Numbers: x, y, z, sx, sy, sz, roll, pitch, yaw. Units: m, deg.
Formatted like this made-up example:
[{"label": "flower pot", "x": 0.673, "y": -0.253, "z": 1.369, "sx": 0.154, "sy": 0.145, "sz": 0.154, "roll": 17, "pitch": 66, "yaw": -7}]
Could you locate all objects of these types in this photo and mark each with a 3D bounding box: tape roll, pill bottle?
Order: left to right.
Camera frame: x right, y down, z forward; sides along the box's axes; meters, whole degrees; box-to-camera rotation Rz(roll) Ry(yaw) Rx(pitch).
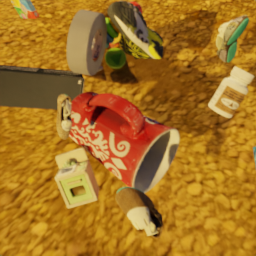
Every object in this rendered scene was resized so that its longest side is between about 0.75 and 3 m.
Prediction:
[{"label": "tape roll", "x": -1.104, "y": -2.329, "z": 7.756, "sx": 0.559, "sy": 1.694, "sz": 1.694, "roll": 13, "pitch": 56, "yaw": 8}, {"label": "pill bottle", "x": 2.862, "y": -0.987, "z": 7.756, "sx": 0.738, "sy": 1.291, "sz": 0.738, "roll": 24, "pitch": 20, "yaw": -9}]

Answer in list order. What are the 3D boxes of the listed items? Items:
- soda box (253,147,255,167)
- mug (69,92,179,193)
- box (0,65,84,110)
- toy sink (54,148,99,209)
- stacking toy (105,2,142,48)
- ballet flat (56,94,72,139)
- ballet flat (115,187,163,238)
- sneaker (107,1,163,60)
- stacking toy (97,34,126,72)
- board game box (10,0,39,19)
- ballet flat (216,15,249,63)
[{"label": "soda box", "x": 3.100, "y": 0.582, "z": 5.091, "sx": 1.518, "sy": 0.487, "sz": 0.515, "roll": 5, "pitch": 70, "yaw": -12}, {"label": "mug", "x": -0.239, "y": -0.020, "z": 7.152, "sx": 2.698, "sy": 2.395, "sz": 1.800, "roll": 31, "pitch": 37, "yaw": 31}, {"label": "box", "x": -2.645, "y": -1.200, "z": 8.201, "sx": 2.578, "sy": 1.017, "sz": 1.819, "roll": 3, "pitch": 13, "yaw": -12}, {"label": "toy sink", "x": -1.244, "y": 1.192, "z": 6.646, "sx": 0.762, "sy": 1.169, "sz": 0.655, "roll": -16, "pitch": 15, "yaw": 3}, {"label": "stacking toy", "x": -0.496, "y": -3.298, "z": 9.260, "sx": 2.250, "sy": 0.960, "sz": 0.960, "roll": -29, "pitch": 53, "yaw": 21}, {"label": "ballet flat", "x": -1.334, "y": -0.230, "z": 5.935, "sx": 0.340, "sy": 0.964, "sz": 0.315, "roll": -8, "pitch": 6, "yaw": -42}, {"label": "ballet flat", "x": 0.310, "y": 1.805, "z": 5.644, "sx": 0.597, "sy": 1.760, "sz": 0.636, "roll": -24, "pitch": 47, "yaw": 8}, {"label": "sneaker", "x": 0.092, "y": -2.763, "z": 8.617, "sx": 1.140, "sy": 2.695, "sz": 1.004, "roll": -7, "pitch": 69, "yaw": 32}, {"label": "stacking toy", "x": -1.157, "y": -3.304, "z": 12.480, "sx": 2.174, "sy": 0.918, "sz": 1.968, "roll": -18, "pitch": 83, "yaw": -9}, {"label": "board game box", "x": -3.758, "y": -4.349, "z": 10.169, "sx": 0.959, "sy": 0.734, "sz": 0.193, "roll": 17, "pitch": 59, "yaw": 36}, {"label": "ballet flat", "x": 3.247, "y": -2.944, "z": 9.120, "sx": 0.803, "sy": 2.233, "sz": 0.803, "roll": -3, "pitch": 71, "yaw": 8}]
